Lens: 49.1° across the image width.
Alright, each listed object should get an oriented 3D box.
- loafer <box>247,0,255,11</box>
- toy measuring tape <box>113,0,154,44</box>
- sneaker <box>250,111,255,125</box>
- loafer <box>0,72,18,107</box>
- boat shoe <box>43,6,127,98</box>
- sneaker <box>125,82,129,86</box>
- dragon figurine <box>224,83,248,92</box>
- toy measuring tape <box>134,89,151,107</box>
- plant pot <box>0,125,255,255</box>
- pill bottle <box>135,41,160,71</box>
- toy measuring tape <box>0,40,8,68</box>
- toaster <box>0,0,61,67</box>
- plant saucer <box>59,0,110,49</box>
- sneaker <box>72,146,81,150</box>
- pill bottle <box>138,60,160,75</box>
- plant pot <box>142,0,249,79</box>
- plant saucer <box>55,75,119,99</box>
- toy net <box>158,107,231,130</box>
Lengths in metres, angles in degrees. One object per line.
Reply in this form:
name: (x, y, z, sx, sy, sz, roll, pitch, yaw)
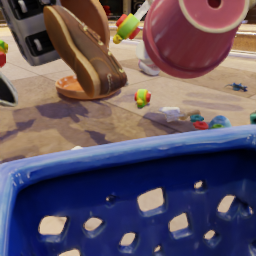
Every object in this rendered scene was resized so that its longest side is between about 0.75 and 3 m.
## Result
loafer: (2.932, -3.962, 9.046, 2.220, 0.749, 0.844, -6, 27, 21)
toy measuring tape: (0.281, -3.934, 10.021, 0.892, 0.892, 2.425, 28, 75, 45)
sneaker: (4.349, 0.070, 7.415, 1.247, 1.061, 2.734, -22, 25, -8)
loafer: (-3.027, -1.165, 5.507, 0.758, 2.172, 0.759, 30, 80, 43)
boat shoe: (-1.122, -1.981, 7.015, 1.035, 1.036, 2.944, -24, 70, -26)
sneaker: (-0.343, -2.125, 12.586, 0.419, 0.398, 1.041, 0, 29, -25)
dragon figurine: (4.552, -1.734, 11.780, 0.934, 0.275, 0.464, 10, 27, 18)
toy measuring tape: (0.610, -1.257, 10.432, 0.603, 0.603, 1.638, 7, 26, 15)
plant pot: (0.508, 1.677, 2.001, 2.684, 2.413, 2.684, -7, 26, -16)
pill bottle: (0.699, -2.148, 8.322, 0.679, 0.679, 1.198, 12, 3, 24)
toy measuring tape: (-3.665, -1.598, 6.976, 0.715, 0.715, 1.943, 10, 42, 20)
toaster: (-2.813, -3.276, 8.391, 1.477, 2.250, 2.488, -26, 33, -17)
plant saucer: (-1.549, -3.500, 9.123, 2.591, 2.591, 0.485, 20, 52, 36)
sneaker: (-1.058, 0.803, 6.242, 1.246, 0.459, 0.720, 11, 27, 43)
pill bottle: (1.083, -3.169, 14.236, 0.774, 0.774, 1.365, -8, 27, -17)
plant pot: (1.637, -2.568, 6.675, 2.365, 2.365, 2.116, -3, -4, -6)
plant saucer: (-1.623, -1.732, 11.611, 2.678, 0.432, 2.678, 1, 26, 0)
toy net: (1.887, -0.176, 8.360, 2.219, 0.428, 1.164, 12, 31, 28)
